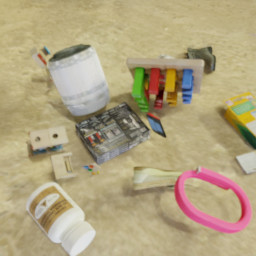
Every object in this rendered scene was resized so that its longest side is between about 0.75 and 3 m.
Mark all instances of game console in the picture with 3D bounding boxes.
[{"bbox_3d":[1.043,-0.088,10.444,0.145,0.937,0.829,-35,35,-13],"label":"game console"}]

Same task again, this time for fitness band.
[{"bbox_3d":[2.488,2.087,8.199,2.367,0.443,1.700,22,47,-4],"label":"fitness band"}]

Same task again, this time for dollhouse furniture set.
[{"bbox_3d":[-2.766,1.041,9.902,1.251,1.258,1.785,-10,75,-27],"label":"dollhouse furniture set"},{"bbox_3d":[-3.319,-2.921,12.592,1.211,1.718,1.204,-34,45,1],"label":"dollhouse furniture set"}]

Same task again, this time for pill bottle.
[{"bbox_3d":[-2.033,2.751,8.506,2.101,1.201,1.201,37,59,27],"label":"pill bottle"}]

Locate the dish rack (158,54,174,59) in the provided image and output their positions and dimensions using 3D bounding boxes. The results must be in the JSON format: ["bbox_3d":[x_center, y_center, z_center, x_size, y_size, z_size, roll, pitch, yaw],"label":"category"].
[{"bbox_3d":[1.358,-2.722,12.490,1.632,1.902,0.414,-27,83,26],"label":"dish rack"}]

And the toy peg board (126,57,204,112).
[{"bbox_3d":[1.454,-1.503,11.114,2.763,2.775,1.357,6,78,13],"label":"toy peg board"}]

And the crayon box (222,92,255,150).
[{"bbox_3d":[5.103,-0.355,11.506,1.496,0.614,2.379,-19,53,-16],"label":"crayon box"}]

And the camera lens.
[{"bbox_3d":[-1.950,-1.975,11.296,1.967,2.459,1.967,-15,25,8],"label":"camera lens"}]

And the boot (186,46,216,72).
[{"bbox_3d":[3.660,-3.458,14.183,1.326,0.687,2.029,-3,43,5],"label":"boot"}]

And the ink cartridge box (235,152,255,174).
[{"bbox_3d":[4.515,1.331,10.385,0.785,0.160,0.786,-13,51,-10],"label":"ink cartridge box"}]

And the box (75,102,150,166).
[{"bbox_3d":[-0.603,0.147,11.088,2.391,0.595,1.886,-27,55,-20],"label":"box"}]

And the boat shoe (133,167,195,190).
[{"bbox_3d":[1.213,1.777,9.301,2.391,0.872,0.752,14,77,-31],"label":"boat shoe"}]

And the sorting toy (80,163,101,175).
[{"bbox_3d":[-1.245,1.464,9.818,0.561,0.753,0.101,-15,49,22],"label":"sorting toy"}]
